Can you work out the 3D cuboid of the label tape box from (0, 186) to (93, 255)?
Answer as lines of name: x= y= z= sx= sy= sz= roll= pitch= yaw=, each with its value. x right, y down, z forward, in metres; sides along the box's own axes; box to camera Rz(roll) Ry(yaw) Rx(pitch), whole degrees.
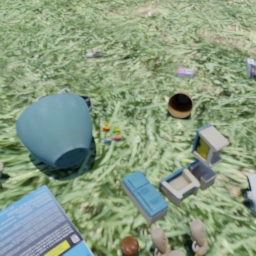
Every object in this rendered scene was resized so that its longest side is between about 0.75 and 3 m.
label tape box: x=-2.323 y=3.063 z=7.279 sx=1.917 sy=0.885 sz=2.676 roll=-30 pitch=53 yaw=-26

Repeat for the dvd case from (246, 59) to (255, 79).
dvd case: x=7.087 y=-2.874 z=13.958 sx=2.198 sy=0.242 sz=1.605 roll=8 pitch=44 yaw=7

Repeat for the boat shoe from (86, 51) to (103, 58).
boat shoe: x=-1.807 y=-3.979 z=15.055 sx=0.923 sy=0.316 sz=0.345 roll=-6 pitch=44 yaw=-6

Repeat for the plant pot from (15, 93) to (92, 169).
plant pot: x=-2.164 y=0.330 z=9.124 sx=2.472 sy=2.472 sz=1.665 roll=-21 pitch=62 yaw=-21

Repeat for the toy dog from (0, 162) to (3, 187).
toy dog: x=-4.694 y=1.656 z=8.820 sx=1.670 sy=1.101 sz=0.804 roll=-20 pitch=78 yaw=-9

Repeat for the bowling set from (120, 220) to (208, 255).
bowling set: x=0.774 y=3.317 z=6.947 sx=1.784 sy=1.376 sz=2.564 roll=14 pitch=43 yaw=41

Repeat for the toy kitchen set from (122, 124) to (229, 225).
toy kitchen set: x=1.308 y=1.137 z=8.366 sx=2.657 sy=2.128 sz=1.565 roll=-25 pitch=50 yaw=-24

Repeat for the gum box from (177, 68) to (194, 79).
gum box: x=2.831 y=-2.681 z=13.730 sx=0.795 sy=0.263 sz=0.451 roll=6 pitch=44 yaw=6

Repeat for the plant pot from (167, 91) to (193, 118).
plant pot: x=2.230 y=-1.104 z=11.643 sx=1.041 sy=1.041 sz=1.118 roll=13 pitch=26 yaw=13

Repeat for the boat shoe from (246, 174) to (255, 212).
boat shoe: x=3.700 y=1.932 z=8.258 sx=0.386 sy=0.406 sz=1.128 roll=0 pitch=80 yaw=6

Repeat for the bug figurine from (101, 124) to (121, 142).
bug figurine: x=-0.644 y=0.231 z=10.672 sx=0.774 sy=0.257 sz=0.998 roll=0 pitch=38 yaw=-9

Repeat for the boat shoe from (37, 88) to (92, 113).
boat shoe: x=-2.725 y=-1.150 z=11.717 sx=2.401 sy=0.820 sz=0.887 roll=12 pitch=45 yaw=12
